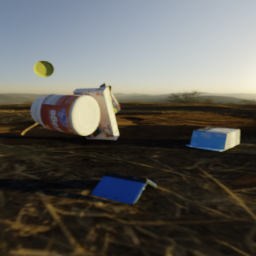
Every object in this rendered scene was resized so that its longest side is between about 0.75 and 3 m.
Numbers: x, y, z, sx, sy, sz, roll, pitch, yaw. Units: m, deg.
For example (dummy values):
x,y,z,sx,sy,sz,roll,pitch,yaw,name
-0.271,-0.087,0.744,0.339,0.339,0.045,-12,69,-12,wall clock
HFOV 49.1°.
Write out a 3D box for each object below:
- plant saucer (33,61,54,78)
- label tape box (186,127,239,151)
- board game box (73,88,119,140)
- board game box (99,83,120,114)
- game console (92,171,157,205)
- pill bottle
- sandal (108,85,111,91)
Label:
x,y,z,sx,sy,sz,roll,pitch,yaw,name
-3.633,-2.563,12.082,0.861,0.861,0.134,-2,45,-16,plant saucer
3.631,0.437,11.933,1.516,0.699,2.116,7,9,40,label tape box
-1.462,-0.612,12.921,1.602,2.537,0.439,2,32,22,board game box
-0.878,-1.424,13.242,0.374,1.318,1.090,-30,20,4,board game box
-0.070,1.466,6.600,1.171,0.693,0.999,5,-22,31,game console
-2.828,-0.638,12.192,2.960,1.660,1.660,7,11,36,pill bottle
-1.266,-0.995,14.155,0.536,2.380,0.894,23,-2,15,sandal
